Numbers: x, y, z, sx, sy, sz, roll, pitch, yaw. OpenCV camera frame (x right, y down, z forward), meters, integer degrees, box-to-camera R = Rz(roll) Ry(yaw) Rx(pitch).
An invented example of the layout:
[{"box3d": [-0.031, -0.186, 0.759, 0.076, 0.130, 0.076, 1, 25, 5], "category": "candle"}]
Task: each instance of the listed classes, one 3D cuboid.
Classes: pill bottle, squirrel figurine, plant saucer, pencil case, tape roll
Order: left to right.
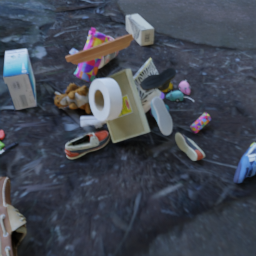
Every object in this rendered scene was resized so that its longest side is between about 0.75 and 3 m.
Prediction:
[{"box3d": [-2.215, -1.187, 11.238, 1.372, 1.040, 1.470, -10, 27, 5], "category": "squirrel figurine"}, {"box3d": [-1.526, -2.958, 11.532, 0.938, 2.122, 0.938, 20, 16, -6], "category": "pencil case"}, {"box3d": [-1.423, -3.582, 13.626, 1.152, 1.152, 1.988, 21, 46, 22], "category": "pill bottle"}, {"box3d": [-0.948, -2.649, 9.562, 2.390, 0.386, 2.390, -18, 17, 6], "category": "plant saucer"}, {"box3d": [-0.734, -0.891, 8.824, 0.465, 1.329, 1.329, -13, 41, -33], "category": "tape roll"}, {"box3d": [1.188, -0.658, 10.617, 0.416, 0.383, 0.901, 51, 32, 16], "category": "pencil case"}, {"box3d": [2.652, -0.179, 10.267, 0.850, 0.376, 0.376, -39, 53, -20], "category": "pencil case"}]

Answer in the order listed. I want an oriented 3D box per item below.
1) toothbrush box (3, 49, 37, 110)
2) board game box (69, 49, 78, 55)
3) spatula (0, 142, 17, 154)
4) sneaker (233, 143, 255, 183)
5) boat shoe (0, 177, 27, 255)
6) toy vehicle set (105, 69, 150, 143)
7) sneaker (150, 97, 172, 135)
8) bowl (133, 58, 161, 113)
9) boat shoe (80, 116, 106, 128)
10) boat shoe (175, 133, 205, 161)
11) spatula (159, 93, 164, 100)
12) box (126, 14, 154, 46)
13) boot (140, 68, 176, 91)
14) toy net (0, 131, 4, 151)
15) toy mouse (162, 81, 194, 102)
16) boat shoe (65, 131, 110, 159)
[{"box3d": [-4.422, -2.031, 11.540, 0.927, 1.591, 2.173, -10, 43, -11], "category": "toothbrush box"}, {"box3d": [-2.144, -3.070, 12.324, 0.290, 0.939, 0.938, -46, 20, 0], "category": "board game box"}, {"box3d": [-4.258, 0.839, 9.406, 0.358, 0.130, 1.268, 27, 48, 25], "category": "spatula"}, {"box3d": [3.872, 1.142, 8.677, 0.740, 0.665, 1.799, 32, 51, 28], "category": "sneaker"}, {"box3d": [-3.016, 2.532, 6.878, 1.055, 1.113, 2.939, -5, 51, -11], "category": "boat shoe"}, {"box3d": [-0.225, -0.698, 9.333, 1.348, 2.169, 0.288, -17, 1, 29], "category": "toy vehicle set"}, {"box3d": [1.093, -0.368, 9.308, 0.480, 0.532, 1.298, -15, 86, -13], "category": "sneaker"}, {"box3d": [0.459, -1.290, 10.605, 1.171, 2.495, 2.495, 40, 46, -8], "category": "bowl"}, {"box3d": [-1.092, -0.199, 10.104, 1.306, 0.427, 0.481, 0, -2, 17], "category": "boat shoe"}, {"box3d": [2.045, 0.604, 9.408, 0.403, 0.458, 1.288, -12, 41, -24], "category": "boat shoe"}, {"box3d": [0.239, -1.659, 11.963, 2.814, 0.289, 0.795, 28, 62, 24], "category": "spatula"}, {"box3d": [0.639, -5.675, 16.143, 0.807, 0.970, 2.360, -15, 42, -15], "category": "box"}, {"box3d": [0.883, -1.272, 8.543, 1.189, 0.823, 0.461, -23, 70, -15], "category": "boot"}, {"box3d": [-5.366, -0.061, 10.109, 1.474, 0.543, 2.810, -17, 44, -18], "category": "toy net"}, {"box3d": [2.179, -1.606, 11.987, 1.849, 0.358, 1.643, -29, 49, -29], "category": "toy mouse"}, {"box3d": [-1.355, 0.468, 9.521, 1.715, 0.537, 0.611, -26, 46, -28], "category": "boat shoe"}]
